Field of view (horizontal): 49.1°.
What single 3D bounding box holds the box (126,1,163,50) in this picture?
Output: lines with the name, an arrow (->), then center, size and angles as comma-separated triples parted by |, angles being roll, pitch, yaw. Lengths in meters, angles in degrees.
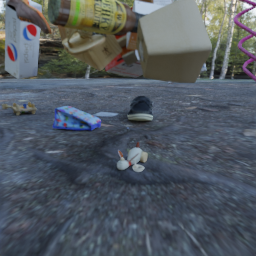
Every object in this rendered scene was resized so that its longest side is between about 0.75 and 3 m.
box -> 0.427, -2.416, 6.785 | 0.782, 0.546, 1.027 | 6, -32, -8

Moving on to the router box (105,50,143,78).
router box -> 0.206, -2.575, 11.282 | 1.726, 0.422, 1.549 | 2, -11, -43

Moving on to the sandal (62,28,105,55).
sandal -> -1.061, -1.871, 5.523 | 0.642, 0.576, 1.751 | -38, 29, -12

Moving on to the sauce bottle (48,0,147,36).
sauce bottle -> -0.387, -1.984, 4.960 | 1.938, 0.627, 0.627 | -3, 12, -31

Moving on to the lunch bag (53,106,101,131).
lunch bag -> -1.415, -0.233, 8.317 | 1.273, 0.599, 0.958 | 11, 11, 8

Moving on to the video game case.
video game case -> 2.383, -2.865, 12.096 | 1.675, 1.527, 0.184 | -18, -19, 26

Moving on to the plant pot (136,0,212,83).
plant pot -> 0.628, -1.307, 4.446 | 0.878, 0.991, 0.992 | -10, -20, -7

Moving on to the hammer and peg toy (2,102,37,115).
hammer and peg toy -> -4.186, -0.728, 10.790 | 1.137, 0.401, 0.836 | -8, 16, -32

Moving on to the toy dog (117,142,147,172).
toy dog -> 0.078, 0.495, 5.155 | 0.515, 0.376, 0.780 | 2, 12, 9

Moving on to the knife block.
knife block -> -1.280, -2.714, 7.070 | 0.869, 2.385, 2.716 | -44, 45, -9

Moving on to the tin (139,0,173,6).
tin -> 1.010, -2.764, 7.934 | 0.501, 2.394, 1.340 | -8, 15, 35

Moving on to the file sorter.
file sorter -> 3.119, -2.282, 5.425 | 1.901, 2.735, 1.715 | -26, 37, 6

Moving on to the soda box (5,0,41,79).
soda box -> -3.439, -2.869, 9.103 | 0.812, 2.383, 0.759 | 32, 34, 25

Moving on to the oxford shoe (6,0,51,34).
oxford shoe -> -2.449, -2.743, 6.965 | 0.490, 1.344, 0.479 | -43, -10, -13

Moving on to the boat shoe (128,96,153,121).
boat shoe -> 0.446, -0.711, 9.943 | 0.876, 0.731, 2.347 | 3, 14, 3

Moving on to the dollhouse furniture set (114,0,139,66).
dollhouse furniture set -> -0.498, -3.253, 9.330 | 2.592, 2.620, 1.350 | -25, -9, 7
